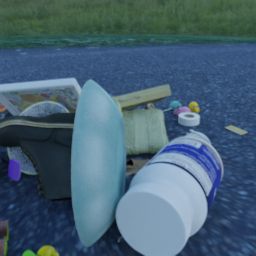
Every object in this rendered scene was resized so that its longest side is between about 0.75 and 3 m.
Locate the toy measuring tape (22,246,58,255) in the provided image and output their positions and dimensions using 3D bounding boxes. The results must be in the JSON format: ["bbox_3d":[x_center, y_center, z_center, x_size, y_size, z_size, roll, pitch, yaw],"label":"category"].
[{"bbox_3d":[-1.418,2.455,3.557,0.858,0.858,2.333,5,24,11],"label":"toy measuring tape"}]

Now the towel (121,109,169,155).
[{"bbox_3d":[0.377,0.049,8.951,1.696,0.417,2.286,-6,35,4],"label":"towel"}]

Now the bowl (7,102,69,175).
[{"bbox_3d":[-2.176,0.367,7.716,2.011,2.011,0.944,10,-15,22],"label":"bowl"}]

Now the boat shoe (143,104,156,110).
[{"bbox_3d":[0.926,-0.632,10.935,0.433,0.493,1.385,-46,18,8],"label":"boat shoe"}]

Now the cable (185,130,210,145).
[{"bbox_3d":[1.897,0.558,7.842,0.882,0.882,0.305,17,-11,-20],"label":"cable"}]

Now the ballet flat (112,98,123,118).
[{"bbox_3d":[-0.945,-0.371,7.683,0.754,0.754,2.134,-23,8,-42],"label":"ballet flat"}]

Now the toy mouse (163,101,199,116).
[{"bbox_3d":[2.208,-0.839,11.740,1.592,0.347,1.791,0,23,0],"label":"toy mouse"}]

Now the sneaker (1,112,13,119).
[{"bbox_3d":[-3.638,-0.418,9.843,1.195,0.797,2.085,-24,17,7],"label":"sneaker"}]

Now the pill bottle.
[{"bbox_3d":[0.853,1.145,5.203,1.412,1.412,2.441,12,21,25],"label":"pill bottle"}]

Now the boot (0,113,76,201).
[{"bbox_3d":[-2.171,0.769,6.541,2.883,1.994,1.117,-6,-18,25],"label":"boot"}]

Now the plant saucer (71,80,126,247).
[{"bbox_3d":[-0.380,0.601,5.122,0.566,2.939,2.939,0,23,5],"label":"plant saucer"}]

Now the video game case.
[{"bbox_3d":[-2.382,-0.556,8.508,2.552,2.323,0.292,-3,58,13],"label":"video game case"}]

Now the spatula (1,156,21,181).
[{"bbox_3d":[-2.878,0.901,6.810,0.166,0.456,1.615,5,3,-34],"label":"spatula"}]

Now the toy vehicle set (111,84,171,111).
[{"bbox_3d":[-0.070,-0.897,10.042,2.885,0.383,1.793,-15,0,-8],"label":"toy vehicle set"}]

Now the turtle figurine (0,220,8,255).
[{"bbox_3d":[-2.927,1.937,4.880,1.530,0.611,1.898,0,7,-20],"label":"turtle figurine"}]

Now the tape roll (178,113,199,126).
[{"bbox_3d":[2.310,-0.330,10.650,0.792,0.277,0.792,0,23,0],"label":"tape roll"}]

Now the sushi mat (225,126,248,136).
[{"bbox_3d":[3.848,0.085,9.980,0.361,0.046,0.755,-14,27,-28],"label":"sushi mat"}]

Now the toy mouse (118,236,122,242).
[{"bbox_3d":[0.267,1.964,5.374,0.930,0.202,1.046,15,27,27],"label":"toy mouse"}]

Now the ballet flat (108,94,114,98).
[{"bbox_3d":[-0.556,-1.164,12.279,1.468,0.519,0.519,17,29,36],"label":"ballet flat"}]

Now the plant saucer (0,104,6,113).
[{"bbox_3d":[-5.701,-0.773,11.819,1.093,0.176,1.093,0,22,0],"label":"plant saucer"}]

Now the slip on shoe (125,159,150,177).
[{"bbox_3d":[0.133,0.995,7.483,1.142,0.346,0.434,-11,26,-24],"label":"slip on shoe"}]
